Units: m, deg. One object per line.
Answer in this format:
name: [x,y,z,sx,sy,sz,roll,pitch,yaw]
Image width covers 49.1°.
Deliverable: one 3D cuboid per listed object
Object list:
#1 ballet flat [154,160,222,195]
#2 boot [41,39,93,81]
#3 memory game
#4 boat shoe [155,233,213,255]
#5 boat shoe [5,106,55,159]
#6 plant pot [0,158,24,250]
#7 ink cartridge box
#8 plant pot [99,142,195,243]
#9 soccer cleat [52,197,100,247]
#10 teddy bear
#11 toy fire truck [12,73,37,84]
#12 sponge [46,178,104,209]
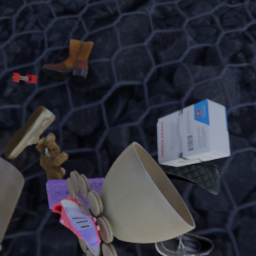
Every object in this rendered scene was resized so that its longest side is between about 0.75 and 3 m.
ballet flat: [1.180,1.386,8.038,2.858,0.950,0.812,-2,67,27]
boot: [-2.239,-2.659,10.432,1.646,0.599,1.748,4,65,2]
memory game: [-0.963,2.436,6.997,0.180,2.832,2.832,-14,65,-28]
boat shoe: [1.490,2.968,7.244,0.569,1.998,0.668,-32,49,32]
boat shoe: [-2.893,0.240,8.297,1.843,0.595,0.657,-50,42,-2]
plant pot: [-4.114,1.979,7.505,2.644,2.644,2.294,21,52,9]
ink cartridge box: [1.543,0.204,6.947,0.719,1.704,1.244,13,69,-32]
plant pot: [0.218,1.749,6.698,1.593,2.372,2.372,-37,70,8]
soccer cleat: [-1.160,2.116,6.243,0.646,0.563,1.689,-12,24,-28]
teddy bear: [-2.329,0.951,8.668,1.148,0.529,1.583,-43,70,21]
toy fire truck: [-2.972,-1.423,8.072,0.657,0.932,0.227,3,98,-22]
sponge: [-1.515,1.953,8.252,1.674,0.934,0.250,-1,24,1]
